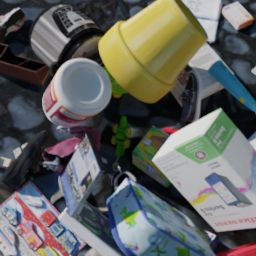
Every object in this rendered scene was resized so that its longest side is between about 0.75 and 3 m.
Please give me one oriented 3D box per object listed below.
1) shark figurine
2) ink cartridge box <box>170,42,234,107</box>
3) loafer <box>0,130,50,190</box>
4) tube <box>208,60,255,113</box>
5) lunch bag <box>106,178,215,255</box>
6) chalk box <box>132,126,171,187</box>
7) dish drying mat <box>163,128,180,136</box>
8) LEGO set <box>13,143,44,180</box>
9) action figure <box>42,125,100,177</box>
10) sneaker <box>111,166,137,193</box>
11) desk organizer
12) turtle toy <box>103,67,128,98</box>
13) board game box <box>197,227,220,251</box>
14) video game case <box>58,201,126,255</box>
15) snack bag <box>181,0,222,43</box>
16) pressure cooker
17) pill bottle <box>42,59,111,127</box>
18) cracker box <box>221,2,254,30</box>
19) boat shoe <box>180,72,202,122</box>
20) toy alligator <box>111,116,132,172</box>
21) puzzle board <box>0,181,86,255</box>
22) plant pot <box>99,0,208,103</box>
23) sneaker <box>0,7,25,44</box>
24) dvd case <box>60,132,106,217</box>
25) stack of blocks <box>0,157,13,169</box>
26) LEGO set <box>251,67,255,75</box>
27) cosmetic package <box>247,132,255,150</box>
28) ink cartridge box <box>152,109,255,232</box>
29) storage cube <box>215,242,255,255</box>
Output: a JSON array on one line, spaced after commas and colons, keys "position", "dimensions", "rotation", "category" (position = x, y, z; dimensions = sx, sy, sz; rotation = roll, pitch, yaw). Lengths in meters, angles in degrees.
[{"position": [-1.566, 2.132, 8.775], "dimensions": [2.437, 1.017, 1.456], "rotation": [36, 72, 17], "category": "shark figurine"}, {"position": [2.532, -2.048, 10.686], "dimensions": [2.083, 0.873, 1.829], "rotation": [-26, 68, -11], "category": "ink cartridge box"}, {"position": [-3.240, 1.042, 9.186], "dimensions": [0.758, 0.733, 2.158], "rotation": [39, 83, -17], "category": "loafer"}, {"position": [3.683, -1.339, 9.535], "dimensions": [0.892, 0.581, 2.304], "rotation": [-11, 58, -47], "category": "tube"}, {"position": [0.842, 2.697, 7.283], "dimensions": [2.918, 2.345, 1.203], "rotation": [38, 97, -23], "category": "lunch bag"}, {"position": [1.213, 1.082, 9.114], "dimensions": [1.911, 1.183, 1.189], "rotation": [33, 70, 14], "category": "chalk box"}, {"position": [2.359, 0.457, 8.592], "dimensions": [1.117, 2.908, 0.265], "rotation": [26, 86, -35], "category": "dish drying mat"}, {"position": [-3.314, 1.128, 9.621], "dimensions": [0.940, 0.309, 1.259], "rotation": [-30, 70, 6], "category": "LEGO set"}, {"position": [-1.511, 0.471, 8.893], "dimensions": [1.681, 1.868, 2.509], "rotation": [48, 38, -9], "category": "action figure"}, {"position": [0.025, 2.234, 8.557], "dimensions": [0.831, 1.252, 2.201], "rotation": [-20, 67, -9], "category": "sneaker"}, {"position": [-4.330, -2.494, 10.852], "dimensions": [2.446, 0.942, 0.877], "rotation": [17, 67, 7], "category": "desk organizer"}, {"position": [-0.379, -1.704, 10.125], "dimensions": [1.118, 1.534, 0.775], "rotation": [-14, 70, 34], "category": "turtle toy"}, {"position": [2.107, 3.444, 8.230], "dimensions": [0.878, 0.860, 0.245], "rotation": [-46, 105, -18], "category": "board game box"}, {"position": [-0.600, 2.833, 7.465], "dimensions": [2.497, 2.270, 0.292], "rotation": [39, 86, 1], "category": "video game case"}, {"position": [2.812, -4.961, 12.334], "dimensions": [2.388, 0.271, 2.533], "rotation": [15, 67, 6], "category": "snack bag"}, {"position": [-1.947, -2.920, 10.321], "dimensions": [2.662, 2.378, 2.341], "rotation": [44, 103, 17], "category": "pressure cooker"}, {"position": [-1.685, -0.874, 8.407], "dimensions": [1.553, 2.749, 1.553], "rotation": [5, 78, -26], "category": "pill bottle"}, {"position": [4.781, -4.906, 12.269], "dimensions": [0.790, 0.340, 1.180], "rotation": [-25, 69, -11], "category": "cracker box"}, {"position": [2.077, -1.071, 9.501], "dimensions": [0.588, 0.622, 1.734], "rotation": [3, 91, -24], "category": "boat shoe"}, {"position": [-0.209, 0.509, 9.439], "dimensions": [0.577, 0.528, 1.946], "rotation": [16, 109, 22], "category": "toy alligator"}, {"position": [-3.019, 3.324, 8.630], "dimensions": [2.814, 0.245, 2.121], "rotation": [41, 72, 17], "category": "puzzle board"}, {"position": [0.937, -2.625, 8.909], "dimensions": [2.623, 2.789, 2.789], "rotation": [-37, 64, 30], "category": "plant pot"}, {"position": [-5.305, -4.429, 11.813], "dimensions": [0.878, 0.817, 2.034], "rotation": [32, 69, 15], "category": "sneaker"}, {"position": [-1.085, 1.049, 6.332], "dimensions": [0.143, 1.629, 1.162], "rotation": [11, 34, -35], "category": "dvd case"}, {"position": [-4.386, 1.134, 9.451], "dimensions": [0.921, 0.530, 0.270], "rotation": [12, 67, 5], "category": "stack of blocks"}, {"position": [5.697, -2.275, 10.906], "dimensions": [1.473, 0.361, 1.100], "rotation": [-35, 70, -24], "category": "LEGO set"}, {"position": [4.363, 1.037, 8.475], "dimensions": [2.133, 2.126, 1.311], "rotation": [-40, 94, -17], "category": "cosmetic package"}, {"position": [2.259, 1.179, 6.998], "dimensions": [2.702, 1.963, 1.182], "rotation": [48, 52, -5], "category": "ink cartridge box"}, {"position": [3.733, 4.078, 7.040], "dimensions": [2.364, 2.630, 2.248], "rotation": [-12, 65, -11], "category": "storage cube"}]
